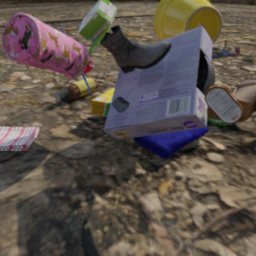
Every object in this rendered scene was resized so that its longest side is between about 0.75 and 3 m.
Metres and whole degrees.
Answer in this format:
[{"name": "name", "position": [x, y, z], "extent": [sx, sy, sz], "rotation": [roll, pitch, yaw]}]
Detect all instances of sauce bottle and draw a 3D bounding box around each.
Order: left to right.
[{"name": "sauce bottle", "position": [-2.306, -1.702, 12.535], "extent": [0.701, 0.701, 2.125], "rotation": [24, 35, 34]}]

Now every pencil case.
[{"name": "pencil case", "position": [-1.873, -1.867, 6.805], "extent": [1.079, 1.032, 2.493], "rotation": [36, 11, 15]}]

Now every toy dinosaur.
[{"name": "toy dinosaur", "position": [3.904, -3.133, 11.652], "extent": [1.277, 1.407, 0.739], "rotation": [22, 64, 1]}]

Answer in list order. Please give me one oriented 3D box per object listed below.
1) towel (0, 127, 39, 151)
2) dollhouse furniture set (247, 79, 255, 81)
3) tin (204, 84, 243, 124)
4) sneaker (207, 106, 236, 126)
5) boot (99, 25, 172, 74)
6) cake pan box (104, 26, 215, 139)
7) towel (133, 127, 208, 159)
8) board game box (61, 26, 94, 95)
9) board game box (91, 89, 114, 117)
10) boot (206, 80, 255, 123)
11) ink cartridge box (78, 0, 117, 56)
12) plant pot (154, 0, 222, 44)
[{"name": "towel", "position": [-4.074, 0.312, 9.551], "extent": [1.769, 0.265, 1.294], "rotation": [1, 30, 2]}, {"name": "dollhouse furniture set", "position": [5.815, -1.781, 12.926], "extent": [0.678, 0.682, 0.967], "rotation": [21, 7, 31]}, {"name": "tin", "position": [1.764, -0.429, 5.188], "extent": [0.828, 0.463, 0.173], "rotation": [46, 33, -6]}, {"name": "sneaker", "position": [3.150, -0.769, 10.536], "extent": [2.658, 1.132, 1.037], "rotation": [3, 30, 4]}, {"name": "boot", "position": [0.083, -1.865, 6.373], "extent": [1.653, 1.088, 0.577], "rotation": [-10, 42, 46]}, {"name": "cake pan box", "position": [0.789, -1.080, 7.161], "extent": [2.751, 0.720, 2.534], "rotation": [-11, 59, 38]}, {"name": "towel", "position": [1.437, 0.271, 9.454], "extent": [2.132, 0.528, 1.574], "rotation": [-22, 30, -33]}, {"name": "board game box", "position": [-1.499, -2.271, 9.326], "extent": [0.467, 1.895, 2.399], "rotation": [-24, 54, -6]}, {"name": "board game box", "position": [0.210, -1.098, 11.251], "extent": [2.213, 0.583, 2.892], "rotation": [11, 26, 23]}, {"name": "boot", "position": [2.550, -0.659, 6.207], "extent": [1.567, 0.550, 1.146], "rotation": [1, 36, 15]}, {"name": "ink cartridge box", "position": [-0.986, -2.861, 8.080], "extent": [0.562, 1.097, 1.484], "rotation": [31, 54, -27]}, {"name": "plant pot", "position": [2.217, -3.723, 9.946], "extent": [2.142, 2.142, 2.016], "rotation": [-7, 30, -12]}]
